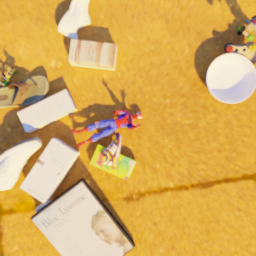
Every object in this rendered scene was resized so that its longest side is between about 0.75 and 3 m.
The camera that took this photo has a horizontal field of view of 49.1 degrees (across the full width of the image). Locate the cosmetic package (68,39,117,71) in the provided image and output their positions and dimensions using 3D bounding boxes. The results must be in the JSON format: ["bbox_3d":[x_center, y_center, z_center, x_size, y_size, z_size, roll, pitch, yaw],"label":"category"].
[{"bbox_3d":[-1.109,-2.331,8.982,1.450,0.633,0.749,5,87,0],"label":"cosmetic package"}]

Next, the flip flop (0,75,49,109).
[{"bbox_3d":[-3.557,-1.129,8.925,2.130,0.613,0.864,-13,87,-1],"label":"flip flop"}]

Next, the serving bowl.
[{"bbox_3d":[3.230,-1.541,8.976,1.575,0.518,1.575,0,91,0],"label":"serving bowl"}]

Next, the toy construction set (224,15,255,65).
[{"bbox_3d":[3.945,-2.585,8.565,1.306,1.700,1.418,41,96,-3],"label":"toy construction set"}]

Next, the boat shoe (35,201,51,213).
[{"bbox_3d":[-2.388,2.514,8.845,1.144,0.367,0.422,-13,87,-2],"label":"boat shoe"}]

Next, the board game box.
[{"bbox_3d":[-0.480,1.109,8.952,1.330,0.317,0.676,24,87,1],"label":"board game box"}]

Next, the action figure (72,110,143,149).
[{"bbox_3d":[-0.503,-0.079,8.533,2.272,1.125,0.741,-21,88,-16],"label":"action figure"}]

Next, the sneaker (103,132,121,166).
[{"bbox_3d":[-0.500,0.630,8.650,0.477,0.397,1.059,10,76,-12],"label":"sneaker"}]

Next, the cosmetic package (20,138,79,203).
[{"bbox_3d":[-2.422,1.312,8.771,0.931,0.678,1.831,32,86,2],"label":"cosmetic package"}]

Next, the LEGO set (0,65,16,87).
[{"bbox_3d":[-3.992,-1.715,8.969,0.459,0.609,0.792,35,95,-15],"label":"LEGO set"}]

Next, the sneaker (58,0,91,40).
[{"bbox_3d":[-1.514,-3.756,9.127,0.816,0.694,1.845,29,94,-10],"label":"sneaker"}]

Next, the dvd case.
[{"bbox_3d":[-1.354,3.203,8.667,1.973,0.243,2.766,-37,96,-1],"label":"dvd case"}]

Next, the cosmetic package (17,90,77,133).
[{"bbox_3d":[-2.581,-0.525,8.982,1.710,0.433,0.706,-25,87,-1],"label":"cosmetic package"}]

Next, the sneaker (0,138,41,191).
[{"bbox_3d":[-3.682,1.245,8.740,2.627,0.924,1.053,-35,97,4],"label":"sneaker"}]
